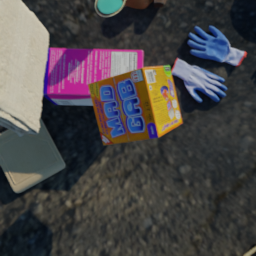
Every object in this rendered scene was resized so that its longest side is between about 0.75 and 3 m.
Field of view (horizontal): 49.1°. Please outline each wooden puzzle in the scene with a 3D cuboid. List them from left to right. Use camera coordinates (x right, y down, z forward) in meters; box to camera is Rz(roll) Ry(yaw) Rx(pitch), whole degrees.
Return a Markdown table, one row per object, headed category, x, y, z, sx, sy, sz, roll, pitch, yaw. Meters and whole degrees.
| category | x | y | z | sx | sy | sz | roll | pitch | yaw |
| --- | --- | --- | --- | --- | --- | --- | --- | --- | --- |
| wooden puzzle | -3.173 | 0.828 | 8.879 | 1.773 | 0.357 | 1.916 | -29 | 88 | -4 |

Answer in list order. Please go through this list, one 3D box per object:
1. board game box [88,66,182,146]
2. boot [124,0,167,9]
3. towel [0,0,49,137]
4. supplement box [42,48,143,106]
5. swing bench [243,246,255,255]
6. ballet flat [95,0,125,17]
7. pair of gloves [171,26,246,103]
| category | x | y | z | sx | sy | sz | roll | pitch | yaw |
| --- | --- | --- | --- | --- | --- | --- | --- | --- | --- |
| board game box | 0.210 | -0.535 | 6.483 | 1.440 | 1.441 | 1.440 | -10 | 97 | 32 |
| boot | 0.627 | -4.731 | 9.466 | 1.749 | 0.614 | 1.279 | 8 | 76 | 0 |
| towel | -2.414 | -1.394 | 5.858 | 0.500 | 1.924 | 2.903 | -5 | 69 | 15 |
| supplement box | -0.969 | -1.471 | 8.572 | 2.839 | 1.437 | 1.467 | 3 | 83 | 0 |
| swing bench | 3.794 | 4.865 | 7.863 | 2.155 | 1.405 | 2.166 | -34 | 89 | -4 |
| ballet flat | -0.383 | -3.602 | 7.796 | 0.668 | 0.668 | 1.922 | 34 | 63 | 4 |
| pair of gloves | 2.603 | -2.088 | 9.243 | 2.024 | 0.287 | 2.517 | 29 | 83 | 4 |
